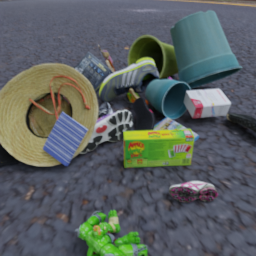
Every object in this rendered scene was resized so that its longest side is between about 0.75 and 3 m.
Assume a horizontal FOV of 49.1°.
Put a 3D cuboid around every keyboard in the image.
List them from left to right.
[{"bbox_3d":[-3.240,0.612,8.618,2.447,0.485,1.273,-7,50,-22],"label":"keyboard"}]

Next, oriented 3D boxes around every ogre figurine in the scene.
[{"bbox_3d":[-0.402,2.211,5.621,0.891,0.729,1.486,-6,42,-46],"label":"ogre figurine"}]

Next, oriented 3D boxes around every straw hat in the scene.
[{"bbox_3d":[-2.323,-0.346,8.421,2.980,2.980,1.261,-6,-2,-9],"label":"straw hat"}]

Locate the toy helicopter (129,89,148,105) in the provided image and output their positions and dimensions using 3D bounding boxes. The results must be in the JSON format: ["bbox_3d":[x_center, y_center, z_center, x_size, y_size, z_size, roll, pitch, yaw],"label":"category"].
[{"bbox_3d":[0.323,-1.117,10.991,0.374,0.949,0.628,-35,2,-24],"label":"toy helicopter"}]

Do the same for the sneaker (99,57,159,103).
[{"bbox_3d":[0.040,-1.786,11.261,2.690,0.994,1.089,-32,53,5],"label":"sneaker"}]

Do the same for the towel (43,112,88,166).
[{"bbox_3d":[-1.727,0.327,7.640,0.907,1.253,0.149,34,13,11],"label":"towel"}]

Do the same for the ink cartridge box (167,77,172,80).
[{"bbox_3d":[1.962,-1.726,11.621,0.182,0.842,0.827,-42,77,0],"label":"ink cartridge box"}]

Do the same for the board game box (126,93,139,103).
[{"bbox_3d":[0.210,-1.360,12.015,0.408,0.191,0.803,-6,32,-11],"label":"board game box"}]

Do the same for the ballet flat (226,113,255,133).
[{"bbox_3d":[4.113,-0.044,9.481,0.723,0.618,2.175,-1,20,-24],"label":"ballet flat"}]

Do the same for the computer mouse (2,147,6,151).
[{"bbox_3d":[-3.421,0.194,8.261,0.741,0.282,1.071,-5,70,0],"label":"computer mouse"}]

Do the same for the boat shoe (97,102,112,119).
[{"bbox_3d":[-0.885,-0.467,10.099,0.552,0.522,1.540,-9,28,14],"label":"boat shoe"}]

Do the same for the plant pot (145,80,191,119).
[{"bbox_3d":[1.407,-1.215,10.639,1.421,1.421,1.335,-19,33,-29],"label":"plant pot"}]

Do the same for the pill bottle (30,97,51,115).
[{"bbox_3d":[-2.730,-0.864,10.130,2.292,1.287,1.287,-17,35,-26],"label":"pill bottle"}]

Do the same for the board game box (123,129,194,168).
[{"bbox_3d":[0.837,0.590,7.986,1.924,0.977,0.458,-2,30,-3],"label":"board game box"}]

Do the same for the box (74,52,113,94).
[{"bbox_3d":[-1.558,-2.358,11.974,1.543,1.216,0.394,42,3,25],"label":"box"}]

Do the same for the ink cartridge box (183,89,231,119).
[{"bbox_3d":[2.820,-0.887,10.108,1.349,0.577,0.995,-4,43,-11],"label":"ink cartridge box"}]

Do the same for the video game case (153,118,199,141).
[{"bbox_3d":[1.393,0.242,9.140,1.052,0.131,1.470,-34,43,-20],"label":"video game case"}]

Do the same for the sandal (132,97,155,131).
[{"bbox_3d":[0.616,-0.370,9.923,0.740,0.444,1.971,-36,37,20],"label":"sandal"}]

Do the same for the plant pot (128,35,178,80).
[{"bbox_3d":[1.526,-3.257,13.605,2.285,2.285,2.170,27,29,37],"label":"plant pot"}]

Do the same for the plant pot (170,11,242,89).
[{"bbox_3d":[3.067,-3.249,11.787,2.649,2.595,2.649,-16,-1,0],"label":"plant pot"}]

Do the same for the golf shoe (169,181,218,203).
[{"bbox_3d":[1.573,1.565,6.972,1.182,0.429,0.544,4,17,-6],"label":"golf shoe"}]

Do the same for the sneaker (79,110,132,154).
[{"bbox_3d":[-0.918,-0.037,9.073,2.450,0.988,1.022,-19,28,-33],"label":"sneaker"}]

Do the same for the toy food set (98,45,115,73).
[{"bbox_3d":[-0.905,-3.213,13.828,0.290,1.172,1.843,-26,73,3],"label":"toy food set"}]
